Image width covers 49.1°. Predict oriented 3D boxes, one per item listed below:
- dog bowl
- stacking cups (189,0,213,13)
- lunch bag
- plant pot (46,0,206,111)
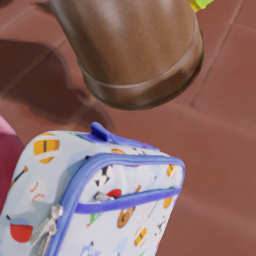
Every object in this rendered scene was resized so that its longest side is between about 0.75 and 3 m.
[{"bbox_3d":[-1.911,0.814,2.526,1.009,2.736,2.736,-14,48,19],"label":"dog bowl"},{"bbox_3d":[2.285,-3.606,6.759,2.449,0.741,0.741,-21,36,42],"label":"stacking cups"},{"bbox_3d":[-0.160,0.584,1.857,0.549,1.453,1.165,25,96,30],"label":"lunch bag"},{"bbox_3d":[-0.072,-2.111,4.902,2.728,2.701,2.728,-6,64,14],"label":"plant pot"}]
